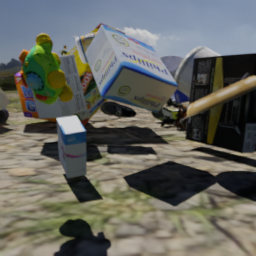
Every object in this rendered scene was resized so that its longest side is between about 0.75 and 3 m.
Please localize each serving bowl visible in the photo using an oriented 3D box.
[{"bbox_3d":[1.770,-2.010,12.312,2.294,2.294,0.754,3,-20,19],"label":"serving bowl"}]

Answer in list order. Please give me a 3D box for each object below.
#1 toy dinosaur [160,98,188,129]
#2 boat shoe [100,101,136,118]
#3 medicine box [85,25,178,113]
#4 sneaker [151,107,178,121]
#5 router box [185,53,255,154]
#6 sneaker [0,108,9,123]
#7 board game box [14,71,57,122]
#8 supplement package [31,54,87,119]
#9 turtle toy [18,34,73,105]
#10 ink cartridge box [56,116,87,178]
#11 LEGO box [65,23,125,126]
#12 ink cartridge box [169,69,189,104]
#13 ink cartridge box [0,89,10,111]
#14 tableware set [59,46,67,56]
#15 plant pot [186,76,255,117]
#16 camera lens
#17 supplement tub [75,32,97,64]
[{"bbox_3d":[2.077,-0.350,10.530,1.504,1.132,2.216,17,-5,13],"label":"toy dinosaur"},{"bbox_3d":[-0.337,-0.663,10.526,1.516,0.551,0.475,11,2,-37],"label":"boat shoe"},{"bbox_3d":[0.041,-1.286,6.200,1.502,0.849,1.649,12,39,-35],"label":"medicine box"},{"bbox_3d":[1.695,-0.562,12.337,1.639,0.610,0.693,5,1,-24],"label":"sneaker"},{"bbox_3d":[2.278,-0.613,6.726,0.567,2.171,1.707,0,9,-35],"label":"router box"},{"bbox_3d":[-5.622,-0.709,12.145,2.360,0.828,0.968,9,17,39],"label":"sneaker"},{"bbox_3d":[-3.164,-1.551,11.522,1.845,1.845,1.846,8,34,13],"label":"board game box"},{"bbox_3d":[-2.074,-1.153,8.022,1.256,1.613,0.894,1,18,42],"label":"supplement package"},{"bbox_3d":[-1.164,-0.697,3.940,0.564,0.813,1.116,-21,-20,-7],"label":"turtle toy"},{"bbox_3d":[-1.031,0.346,5.116,0.391,0.924,0.667,-10,30,-22],"label":"ink cartridge box"},{"bbox_3d":[-1.308,-1.922,10.206,1.147,2.213,2.972,30,65,22],"label":"LEGO box"},{"bbox_3d":[2.097,-1.682,11.269,0.646,1.375,0.304,-12,6,12],"label":"ink cartridge box"},{"bbox_3d":[-5.970,-0.914,10.713,2.401,1.012,1.753,9,47,41],"label":"ink cartridge box"},{"bbox_3d":[-2.107,-2.719,10.261,0.849,0.130,0.572,41,69,17],"label":"tableware set"},{"bbox_3d":[1.839,-0.633,5.437,1.598,0.220,1.598,-24,0,0],"label":"plant pot"},{"bbox_3d":[2.621,-1.484,8.863,2.018,1.614,1.614,41,31,27],"label":"camera lens"},{"bbox_3d":[-0.984,-2.532,8.714,1.134,0.821,0.821,-16,10,-1],"label":"supplement tub"}]
